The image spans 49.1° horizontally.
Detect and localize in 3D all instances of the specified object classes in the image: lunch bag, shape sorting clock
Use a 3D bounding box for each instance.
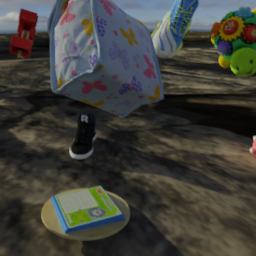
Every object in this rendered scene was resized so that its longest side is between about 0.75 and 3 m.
[{"bbox_3d":[-0.454,-1.554,5.428,1.437,2.260,1.916,-21,-23,33],"label":"lunch bag"},{"bbox_3d":[-0.759,1.537,5.136,1.589,0.312,1.589,1,17,0],"label":"shape sorting clock"}]

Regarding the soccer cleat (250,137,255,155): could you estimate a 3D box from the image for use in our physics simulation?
[{"bbox_3d":[3.831,0.778,6.496,0.909,0.793,2.377,2,19,-12],"label":"soccer cleat"}]

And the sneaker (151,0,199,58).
[{"bbox_3d":[1.553,-3.567,9.233,1.085,1.505,2.866,23,50,5],"label":"sneaker"}]

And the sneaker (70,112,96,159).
[{"bbox_3d":[-1.273,0.096,7.819,0.635,0.972,1.737,0,22,1],"label":"sneaker"}]

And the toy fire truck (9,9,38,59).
[{"bbox_3d":[-3.628,-3.088,9.788,0.609,1.761,2.497,12,-10,-21],"label":"toy fire truck"}]

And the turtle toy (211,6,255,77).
[{"bbox_3d":[3.565,-2.755,8.958,1.835,2.518,1.273,-25,-24,36],"label":"turtle toy"}]
